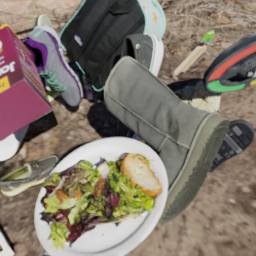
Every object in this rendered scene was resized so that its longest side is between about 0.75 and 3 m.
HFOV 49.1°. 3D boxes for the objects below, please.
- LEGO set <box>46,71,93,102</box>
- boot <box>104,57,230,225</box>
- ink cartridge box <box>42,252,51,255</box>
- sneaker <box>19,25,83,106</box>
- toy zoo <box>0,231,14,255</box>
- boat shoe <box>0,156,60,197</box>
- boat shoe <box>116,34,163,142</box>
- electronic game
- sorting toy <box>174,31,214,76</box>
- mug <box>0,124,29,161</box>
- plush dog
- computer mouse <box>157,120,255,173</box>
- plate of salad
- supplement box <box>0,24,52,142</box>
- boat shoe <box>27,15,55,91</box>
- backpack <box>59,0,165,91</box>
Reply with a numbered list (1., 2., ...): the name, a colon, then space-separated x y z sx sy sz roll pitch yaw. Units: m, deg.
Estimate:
1. LEGO set: -2.690 -1.485 10.727 2.596 0.966 1.194 -14 48 -13
2. boot: 0.324 0.124 5.015 2.447 2.225 0.888 34 18 34
3. ink cartridge box: -1.103 2.494 4.910 0.874 0.509 1.207 1 4 18
4. sneaker: -2.236 -1.546 8.064 0.953 2.561 1.121 -1 37 32
5. toy zoo: -4.123 2.979 6.979 1.802 0.281 2.746 -32 54 -27
6. boat shoe: -2.880 1.328 8.312 1.869 0.614 0.668 -29 53 -25
7. boat shoe: 0.034 -0.850 6.980 0.846 2.989 1.026 -4 29 -33
8. electronic game: 3.391 -1.711 7.427 2.875 2.875 0.598 -12 73 -11
9. sorting toy: 1.454 -1.624 6.058 0.168 1.141 0.843 46 28 5
10. mug: -4.464 -0.336 9.056 2.542 1.877 2.229 -2 36 3
11. plush dog: 2.438 -1.033 10.281 1.670 1.560 1.944 9 17 27
12. computer mouse: 1.452 0.331 5.644 1.334 1.899 0.437 38 19 -13
13. plate of salad: -0.481 0.901 4.154 2.121 0.509 2.121 -12 46 13
14. supplement box: -2.734 -1.068 6.141 1.313 1.019 2.380 -31 52 -1
15. boat shoe: -2.826 -2.361 8.980 0.814 2.454 0.917 12 42 12
16. backpack: -0.304 -2.872 8.477 2.259 2.947 2.590 -20 70 -44
